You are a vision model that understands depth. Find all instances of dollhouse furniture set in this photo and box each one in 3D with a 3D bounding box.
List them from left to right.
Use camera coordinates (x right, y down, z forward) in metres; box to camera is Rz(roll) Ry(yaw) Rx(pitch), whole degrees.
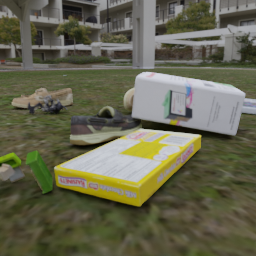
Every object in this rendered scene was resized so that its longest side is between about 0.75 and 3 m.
[{"bbox_3d":[-1.952,0.882,4.201,1.495,0.577,0.747,-22,26,-7],"label":"dollhouse furniture set"}]

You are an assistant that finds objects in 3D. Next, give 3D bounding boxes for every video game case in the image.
[{"bbox_3d":[4.320,-0.887,10.904,2.264,0.260,2.063,9,17,30],"label":"video game case"}]

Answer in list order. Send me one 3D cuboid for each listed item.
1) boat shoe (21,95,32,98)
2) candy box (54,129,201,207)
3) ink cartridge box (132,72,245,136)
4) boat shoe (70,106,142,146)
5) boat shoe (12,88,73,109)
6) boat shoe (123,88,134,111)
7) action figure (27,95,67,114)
[{"bbox_3d":[-4.023,-1.204,11.835,1.209,0.390,0.431,4,15,16],"label":"boat shoe"},{"bbox_3d":[0.225,0.521,5.133,1.488,0.384,2.911,3,13,30],"label":"candy box"},{"bbox_3d":[1.566,-0.765,7.742,2.657,1.115,1.924,10,16,8],"label":"ink cartridge box"},{"bbox_3d":[-0.456,-0.146,6.977,0.843,0.776,2.360,7,16,39],"label":"boat shoe"},{"bbox_3d":[-3.408,-1.223,11.178,2.342,0.756,0.835,-7,16,-25],"label":"boat shoe"},{"bbox_3d":[0.820,-1.041,10.389,0.782,0.869,2.409,12,13,41],"label":"boat shoe"},{"bbox_3d":[-2.844,-0.824,9.896,1.316,0.672,0.782,-5,5,-12],"label":"action figure"}]
